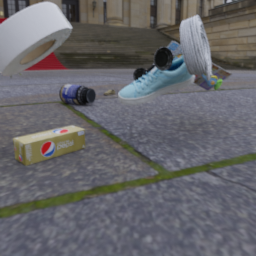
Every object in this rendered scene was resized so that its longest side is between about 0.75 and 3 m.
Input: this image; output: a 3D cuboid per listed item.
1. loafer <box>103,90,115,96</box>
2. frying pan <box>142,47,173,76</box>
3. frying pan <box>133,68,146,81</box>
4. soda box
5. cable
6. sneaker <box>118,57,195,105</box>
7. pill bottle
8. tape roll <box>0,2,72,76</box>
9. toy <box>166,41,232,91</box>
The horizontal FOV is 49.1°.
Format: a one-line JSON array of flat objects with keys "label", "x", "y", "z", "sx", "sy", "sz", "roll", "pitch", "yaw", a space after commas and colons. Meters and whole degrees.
[{"label": "loafer", "x": -1.379, "y": -2.592, "z": 20.424, "sx": 0.409, "sy": 0.363, "sz": 1.076, "roll": 13, "pitch": 20, "yaw": 40}, {"label": "frying pan", "x": 0.871, "y": -1.766, "z": 7.926, "sx": 0.662, "sy": 1.095, "sz": 0.178, "roll": 35, "pitch": -5, "yaw": -31}, {"label": "frying pan", "x": 0.844, "y": -2.908, "z": 14.617, "sx": 0.841, "sy": 1.391, "sz": 0.226, "roll": 42, "pitch": -6, "yaw": -6}, {"label": "soda box", "x": -2.379, "y": 0.487, "z": 8.659, "sx": 0.713, "sy": 0.674, "sz": 2.104, "roll": 15, "pitch": 21, "yaw": 42}, {"label": "cable", "x": 2.062, "y": -2.468, "z": 8.524, "sx": 0.603, "sy": 1.740, "sz": 1.741, "roll": -9, "pitch": 48, "yaw": 26}, {"label": "sneaker", "x": 0.898, "y": -1.770, "z": 9.783, "sx": 2.851, "sy": 1.168, "sz": 1.054, "roll": -22, "pitch": 40, "yaw": -5}, {"label": "pill bottle", "x": -2.992, "y": -1.971, "z": 16.695, "sx": 2.050, "sy": 1.146, "sz": 1.146, "roll": 9, "pitch": 18, "yaw": 31}, {"label": "tape roll", "x": -3.143, "y": -2.787, "z": 8.943, "sx": 2.688, "sy": 0.940, "sz": 2.688, "roll": -34, "pitch": 10, "yaw": 7}, {"label": "toy", "x": 2.577, "y": -2.268, "z": 11.475, "sx": 2.831, "sy": 0.668, "sz": 1.630, "roll": 22, "pitch": -25, "yaw": -14}]
